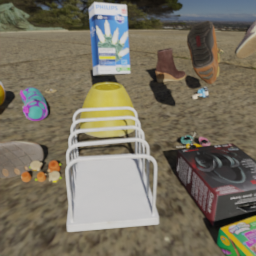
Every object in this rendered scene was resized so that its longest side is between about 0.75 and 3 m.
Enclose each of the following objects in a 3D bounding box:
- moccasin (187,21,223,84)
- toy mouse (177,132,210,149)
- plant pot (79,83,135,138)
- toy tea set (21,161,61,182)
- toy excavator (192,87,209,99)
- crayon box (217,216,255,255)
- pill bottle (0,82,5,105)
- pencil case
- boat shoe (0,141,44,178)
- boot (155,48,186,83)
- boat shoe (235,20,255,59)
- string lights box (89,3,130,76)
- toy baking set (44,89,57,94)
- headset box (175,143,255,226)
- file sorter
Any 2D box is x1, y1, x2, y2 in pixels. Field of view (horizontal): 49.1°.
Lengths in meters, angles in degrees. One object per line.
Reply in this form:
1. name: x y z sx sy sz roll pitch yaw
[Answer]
1. moccasin: 2.482 -2.465 8.919 0.953 1.005 2.605 -19 46 21
2. toy mouse: 2.087 0.471 8.732 1.226 0.237 1.090 3 25 7
3. plant pot: -0.730 -0.766 9.964 2.087 1.482 2.087 -1 25 0
4. toy tea set: -2.213 1.167 7.212 1.020 0.377 0.606 1 54 -6
5. toy excavator: 3.400 -1.589 13.241 0.804 0.401 0.782 -11 24 9
6. crayon box: 2.453 2.041 5.024 1.434 0.418 0.851 -10 26 -20
7. pill bottle: -5.735 -1.193 11.039 1.368 1.368 2.504 -3 24 -6
8. pencil case: -3.810 -1.002 11.244 0.924 0.851 2.000 14 16 -29
9. boat shoe: -3.586 0.751 7.253 2.648 1.003 0.951 -8 24 -20
10. boot: 2.474 -3.557 15.776 2.144 1.784 0.776 -15 28 -29
11. boat shoe: 4.410 -3.283 9.650 0.696 1.934 0.627 10 43 -32
12. string lights box: -0.732 -3.405 11.005 1.346 2.620 0.773 -6 7 -23
13. toy baking set: -3.918 -1.844 14.080 0.713 0.083 0.547 14 25 27
14. headset box: 2.235 1.225 6.349 1.590 0.825 2.137 -6 23 -12
15. file sorter: -0.446 0.744 6.436 1.835 1.647 2.644 -3 25 -6
